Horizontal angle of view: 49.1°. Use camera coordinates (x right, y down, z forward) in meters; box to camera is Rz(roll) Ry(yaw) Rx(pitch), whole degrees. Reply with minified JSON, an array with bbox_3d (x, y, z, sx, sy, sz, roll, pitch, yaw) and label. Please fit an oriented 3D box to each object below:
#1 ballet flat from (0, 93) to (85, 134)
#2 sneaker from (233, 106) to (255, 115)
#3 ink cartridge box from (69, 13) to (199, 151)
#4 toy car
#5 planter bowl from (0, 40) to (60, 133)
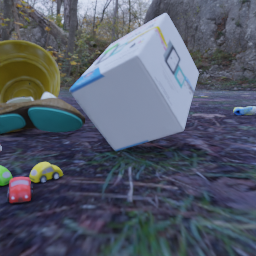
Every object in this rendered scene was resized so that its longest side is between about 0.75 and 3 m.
[{"bbox_3d":[-2.545,-0.433,7.483,2.896,0.982,1.048,-6,46,7],"label":"ballet flat"},{"bbox_3d":[5.027,-0.688,12.021,0.985,0.373,0.517,-3,19,31],"label":"sneaker"},{"bbox_3d":[0.277,-0.971,5.783,1.616,1.608,2.203,-19,28,33],"label":"ink cartridge box"},{"bbox_3d":[-1.585,0.668,3.848,1.069,0.253,1.136,2,9,12],"label":"toy car"},{"bbox_3d":[-3.465,-1.129,8.775,2.952,2.952,1.230,0,-16,0],"label":"planter bowl"}]
